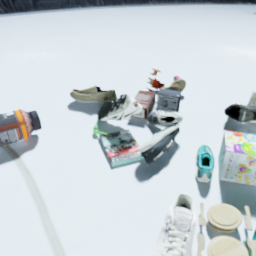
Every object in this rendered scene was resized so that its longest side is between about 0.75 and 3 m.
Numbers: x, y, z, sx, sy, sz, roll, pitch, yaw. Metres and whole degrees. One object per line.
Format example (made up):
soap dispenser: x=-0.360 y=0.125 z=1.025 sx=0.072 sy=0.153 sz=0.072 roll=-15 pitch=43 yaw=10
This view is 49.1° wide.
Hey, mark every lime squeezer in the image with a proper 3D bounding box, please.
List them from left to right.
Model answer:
lime squeezer: x=-1.335 y=0.033 z=12.135 sx=0.472 sy=0.252 sz=1.336 roll=-39 pitch=36 yaw=0

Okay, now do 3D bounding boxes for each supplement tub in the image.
supplement tub: x=-4.844 y=0.008 z=11.373 sx=2.452 sy=1.311 sz=1.311 roll=-18 pitch=38 yaw=-25

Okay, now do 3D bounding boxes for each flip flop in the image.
flip flop: x=2.362 y=-1.935 z=14.541 sx=2.102 sy=0.852 sz=0.605 roll=-25 pitch=28 yaw=-36

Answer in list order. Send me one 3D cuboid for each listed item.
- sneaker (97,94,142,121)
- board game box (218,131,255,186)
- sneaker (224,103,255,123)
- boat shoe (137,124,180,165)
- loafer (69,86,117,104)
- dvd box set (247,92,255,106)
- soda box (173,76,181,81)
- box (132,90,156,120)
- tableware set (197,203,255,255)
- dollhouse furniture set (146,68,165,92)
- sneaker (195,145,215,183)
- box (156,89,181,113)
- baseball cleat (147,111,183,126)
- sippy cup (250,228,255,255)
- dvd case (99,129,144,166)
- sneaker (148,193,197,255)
sneaker: x=-0.410 y=-0.677 z=12.394 sx=2.647 sy=1.171 sz=0.981 roll=-10 pitch=59 yaw=55
board game box: x=4.528 y=1.120 z=9.692 sx=2.514 sy=1.318 sz=1.295 roll=8 pitch=35 yaw=12
sneaker: x=5.363 y=-0.560 z=12.197 sx=2.575 sy=0.856 sz=1.165 roll=15 pitch=22 yaw=42
boat shoe: x=1.322 y=0.598 z=11.013 sx=2.508 sy=0.757 sz=0.948 roll=-31 pitch=7 yaw=-38
loafer: x=-1.726 y=-1.757 z=14.236 sx=2.546 sy=0.887 sz=0.957 roll=8 pitch=22 yaw=6
dvd box set: x=6.250 y=-0.758 z=12.560 sx=1.788 sy=1.308 sz=0.263 roll=24 pitch=12 yaw=32
soda box: x=2.974 y=-2.736 z=16.333 sx=0.280 sy=0.310 sz=0.884 roll=-13 pitch=37 yaw=-19
box: x=0.714 y=-1.149 z=13.677 sx=0.902 sy=0.675 sz=1.801 roll=10 pitch=37 yaw=15
tableware set: x=2.679 y=3.006 z=7.701 sx=1.470 sy=0.446 sz=2.224 roll=1 pitch=29 yaw=16
dollhouse furniture set: x=1.498 y=-2.377 z=15.024 sx=0.701 sy=1.360 sz=1.345 roll=17 pitch=5 yaw=16
sneaker: x=2.838 y=1.163 z=10.151 sx=0.716 sy=0.735 sz=1.847 roll=7 pitch=34 yaw=10
box: x=1.944 y=-1.230 z=13.426 sx=1.047 sy=1.039 sz=0.645 roll=12 pitch=34 yaw=16
baseball cleat: x=1.388 y=-0.434 z=12.037 sx=1.888 sy=0.658 sz=1.005 roll=-4 pitch=1 yaw=43
sippy cup: x=3.908 y=3.090 z=6.957 sx=1.233 sy=1.682 sz=1.321 roll=18 pitch=-8 yaw=7
dvd case: x=-0.286 y=0.737 z=11.263 sx=1.375 sy=0.207 sz=1.884 roll=-12 pitch=37 yaw=-17
sneaker: x=1.117 y=2.832 z=7.090 sx=1.041 sy=1.385 sz=2.780 roll=13 pitch=37 yaw=12
